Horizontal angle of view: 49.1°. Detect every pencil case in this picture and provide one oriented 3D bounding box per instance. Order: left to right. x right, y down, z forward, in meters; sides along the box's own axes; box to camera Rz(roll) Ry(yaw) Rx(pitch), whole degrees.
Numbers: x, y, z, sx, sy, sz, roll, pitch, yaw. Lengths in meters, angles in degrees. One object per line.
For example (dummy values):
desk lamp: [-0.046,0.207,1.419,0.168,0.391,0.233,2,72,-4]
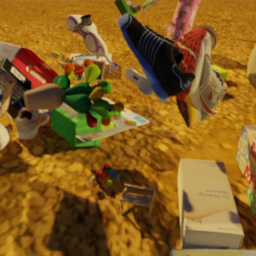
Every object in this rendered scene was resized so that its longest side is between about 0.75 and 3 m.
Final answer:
pencil case: [1.775,-3.448,8.857,0.767,1.853,0.802,15,2,-12]

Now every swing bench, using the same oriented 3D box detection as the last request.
swing bench: [0.246,1.750,6.980,0.773,0.504,0.777,7,33,11]

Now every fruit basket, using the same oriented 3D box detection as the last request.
fruit basket: [-1.105,-0.469,9.709,2.826,1.325,2.618,-23,39,-36]

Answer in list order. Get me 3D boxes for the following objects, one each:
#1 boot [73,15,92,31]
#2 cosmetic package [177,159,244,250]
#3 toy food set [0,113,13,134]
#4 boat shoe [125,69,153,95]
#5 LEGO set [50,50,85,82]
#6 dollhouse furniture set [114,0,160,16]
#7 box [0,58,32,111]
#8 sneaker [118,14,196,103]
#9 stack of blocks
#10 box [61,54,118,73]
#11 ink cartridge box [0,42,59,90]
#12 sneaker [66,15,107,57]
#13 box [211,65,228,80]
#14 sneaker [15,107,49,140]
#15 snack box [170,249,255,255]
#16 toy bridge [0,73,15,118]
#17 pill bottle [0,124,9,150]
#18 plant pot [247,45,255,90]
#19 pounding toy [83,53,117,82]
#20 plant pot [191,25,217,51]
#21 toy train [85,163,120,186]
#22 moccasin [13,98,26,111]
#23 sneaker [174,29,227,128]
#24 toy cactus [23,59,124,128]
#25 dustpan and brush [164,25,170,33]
boot: [-1.946,-4.447,11.738,0.879,0.578,0.307,-27,79,-3]
cosmetic package: [1.818,1.777,6.636,1.184,0.836,2.288,3,32,4]
toy food set: [-4.713,-0.396,9.656,2.450,1.170,1.102,10,33,25]
boat shoe: [0.328,-1.126,6.957,1.001,0.350,0.331,41,19,31]
LEGO set: [-1.821,-1.948,8.980,0.690,1.499,0.558,-36,16,-19]
dollhouse furniture set: [0.307,-3.359,7.370,1.342,0.518,0.671,-35,14,-23]
box: [-3.722,-1.138,8.154,1.407,1.045,0.753,-33,36,12]
sneaker: [0.462,-1.308,4.695,0.690,1.771,0.621,-31,-16,16]
stack of blocks: [3.451,1.249,6.817,0.771,1.515,2.631,0,33,1]
box: [-1.996,-3.479,15.049,2.855,0.592,1.700,-2,33,1]
ink cartridge box: [-4.094,-2.261,11.358,2.158,2.459,1.031,19,78,28]
sneaker: [-1.634,-4.233,12.562,2.414,0.904,1.203,49,45,5]
box: [3.769,-2.647,13.870,1.903,0.453,1.160,-11,33,-17]
sneaker: [-3.397,-0.405,9.998,0.783,0.849,1.924,2,33,3]
snack box: [1.921,2.938,5.212,2.169,0.402,1.260,1,33,1]
toy bridge: [-2.678,-0.470,5.637,0.496,1.476,0.201,55,28,7]
pill bottle: [-4.496,0.781,7.632,1.418,1.418,2.526,9,34,13]
plant pot: [6.290,-2.527,12.071,1.855,2.763,2.763,-44,44,-4]
pounding toy: [-1.002,-2.185,10.088,1.156,1.015,0.529,6,11,-9]
plant pot: [4.268,-4.936,16.525,1.731,1.731,1.510,13,51,19]
toy train: [-0.672,1.422,7.659,0.533,0.390,0.922,30,42,18]
moccasin: [-4.756,-1.343,11.360,2.464,0.991,0.840,22,42,32]
sneaker: [1.746,-1.192,6.738,1.137,2.768,1.078,-20,54,-1]
toy cactus: [-1.485,-0.817,7.216,2.264,1.403,2.744,-15,48,-28]
dustpan and brush: [1.913,-2.948,9.831,2.130,1.487,0.610,31,12,-30]
